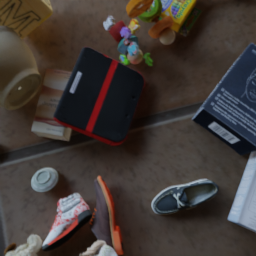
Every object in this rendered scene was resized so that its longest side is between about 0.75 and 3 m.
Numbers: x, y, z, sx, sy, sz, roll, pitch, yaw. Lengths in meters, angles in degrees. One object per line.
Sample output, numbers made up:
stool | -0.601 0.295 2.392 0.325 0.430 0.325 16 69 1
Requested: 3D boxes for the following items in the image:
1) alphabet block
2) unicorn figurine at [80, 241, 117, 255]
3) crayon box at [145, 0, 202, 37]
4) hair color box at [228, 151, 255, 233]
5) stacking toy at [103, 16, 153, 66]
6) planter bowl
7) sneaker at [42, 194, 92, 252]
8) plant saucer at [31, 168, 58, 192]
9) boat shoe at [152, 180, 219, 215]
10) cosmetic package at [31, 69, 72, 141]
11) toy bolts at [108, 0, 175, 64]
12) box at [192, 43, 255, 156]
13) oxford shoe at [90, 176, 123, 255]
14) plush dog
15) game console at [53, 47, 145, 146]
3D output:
alphabet block | -3.753 -4.171 8.845 1.783 1.816 1.773 -30 58 16
unicorn figurine | -0.355 3.843 7.625 1.849 0.683 1.270 54 46 0
crayon box | 1.537 -4.331 10.029 1.992 0.514 1.253 31 80 6
hair color box | 4.260 1.780 8.479 1.394 0.854 2.816 24 79 5
stacking toy | 0.072 -2.760 8.951 1.300 0.405 1.725 -14 76 -45
planter bowl | -3.673 -1.549 8.403 1.607 2.388 2.388 42 81 5
sneaker | -1.973 2.793 8.432 1.828 0.610 0.980 -41 59 6
plant saucer | -2.613 1.567 8.672 0.851 0.214 0.851 -5 50 6
boat shoe | 1.719 2.082 8.512 2.086 0.629 0.789 -24 83 -4
cosmetic package | -2.263 -0.722 9.011 1.077 0.909 2.085 8 78 1
toy bolts | 0.457 -3.099 9.147 2.060 1.967 1.429 -32 88 19
box | 3.682 -0.844 8.762 1.996 1.439 2.689 38 80 8
oxford shoe | -0.795 2.635 8.313 0.848 0.832 2.338 -14 78 -1
plush dog | -3.098 3.865 8.057 1.093 1.021 1.272 -21 77 19
game console | -0.799 -0.978 8.895 2.367 0.415 2.676 23 73 -14
